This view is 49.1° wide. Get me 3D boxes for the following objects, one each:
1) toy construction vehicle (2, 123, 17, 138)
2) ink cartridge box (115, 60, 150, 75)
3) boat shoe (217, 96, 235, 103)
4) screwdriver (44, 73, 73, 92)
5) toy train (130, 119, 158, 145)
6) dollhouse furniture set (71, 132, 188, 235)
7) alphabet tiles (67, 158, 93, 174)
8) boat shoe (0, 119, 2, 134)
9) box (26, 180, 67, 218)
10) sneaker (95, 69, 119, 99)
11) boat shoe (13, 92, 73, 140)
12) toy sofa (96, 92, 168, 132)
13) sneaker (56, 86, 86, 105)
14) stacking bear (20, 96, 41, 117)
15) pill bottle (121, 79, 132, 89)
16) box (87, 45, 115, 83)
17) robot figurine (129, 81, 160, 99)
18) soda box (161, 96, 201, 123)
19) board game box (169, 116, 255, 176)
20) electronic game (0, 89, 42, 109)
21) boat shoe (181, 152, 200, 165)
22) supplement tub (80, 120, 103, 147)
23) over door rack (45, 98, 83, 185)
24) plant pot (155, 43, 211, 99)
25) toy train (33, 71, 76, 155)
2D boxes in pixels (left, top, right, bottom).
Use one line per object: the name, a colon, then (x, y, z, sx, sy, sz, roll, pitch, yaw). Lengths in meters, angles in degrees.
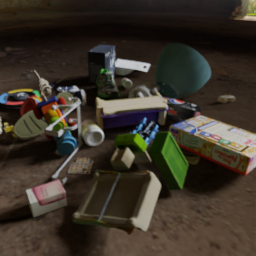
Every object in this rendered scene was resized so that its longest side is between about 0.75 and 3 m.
toy construction vehicle: (-4.347, -0.046, 11.015, 0.918, 0.372, 1.055, -22, 36, -34)
ink cartridge box: (0.177, -3.763, 17.779, 2.227, 0.558, 1.806, 12, 29, 6)
boat shoe: (4.691, -1.408, 13.553, 0.953, 0.342, 0.284, -5, 24, -17)
screwdriver: (-3.845, -2.569, 15.324, 0.368, 0.384, 2.639, -28, 18, 42)
toy train: (0.455, 0.370, 9.633, 0.721, 0.950, 1.663, 31, 40, 9)
dollhouse furniture set: (0.181, 1.682, 7.609, 1.960, 1.501, 2.991, -6, 40, 33)
alphabet tiles: (-1.523, 1.226, 9.063, 0.693, 0.031, 0.829, 1, 29, 3)
boat shoe: (-5.439, -0.155, 11.046, 0.607, 0.638, 1.772, -29, 42, -7)
box: (-2.162, 1.854, 7.422, 0.913, 0.497, 0.584, -15, 32, -25)
sneaker: (-1.121, -2.225, 14.131, 0.993, 1.084, 2.545, -3, 31, -23)
boat shoe: (-3.291, -0.388, 11.073, 2.634, 0.984, 0.901, -39, 3, -28)
toy sofa: (0.133, -0.526, 11.091, 2.783, 1.152, 1.358, -7, 34, -13)
sneaker: (-2.754, -1.500, 13.256, 1.106, 0.715, 2.039, -8, 22, -25)
stacking bear: (-4.121, -0.938, 12.137, 0.951, 1.015, 1.672, -44, 25, 4)
pill bottle: (-0.099, -2.435, 15.221, 0.449, 0.449, 0.788, -7, 21, -12)
box: (-1.490, -3.668, 16.117, 1.064, 1.812, 1.782, 8, 30, 14)
robot figurine: (0.712, -1.544, 13.023, 1.595, 1.062, 1.881, -16, 19, 31)
soda box: (2.002, -0.769, 11.949, 2.058, 0.728, 0.652, 21, 32, 32)
board game box: (3.100, 0.437, 9.530, 2.799, 0.648, 2.120, 25, 28, 37)
electronic game: (-5.206, -1.448, 13.515, 2.029, 0.422, 2.029, 0, 28, 0)
boat shoe: (1.817, 0.908, 9.160, 1.017, 0.320, 0.371, 17, 31, 7)
supplement tub: (-1.369, 0.168, 10.276, 0.704, 0.704, 0.971, -12, 31, -20)
over door rack: (-2.106, 0.284, 8.923, 0.820, 1.820, 2.463, 4, 29, 4)
plant pot: (2.354, -2.490, 13.638, 2.684, 2.684, 1.807, 26, 72, 39)
toy train: (-2.537, -0.425, 9.316, 1.139, 2.691, 1.557, -24, 38, -8)
